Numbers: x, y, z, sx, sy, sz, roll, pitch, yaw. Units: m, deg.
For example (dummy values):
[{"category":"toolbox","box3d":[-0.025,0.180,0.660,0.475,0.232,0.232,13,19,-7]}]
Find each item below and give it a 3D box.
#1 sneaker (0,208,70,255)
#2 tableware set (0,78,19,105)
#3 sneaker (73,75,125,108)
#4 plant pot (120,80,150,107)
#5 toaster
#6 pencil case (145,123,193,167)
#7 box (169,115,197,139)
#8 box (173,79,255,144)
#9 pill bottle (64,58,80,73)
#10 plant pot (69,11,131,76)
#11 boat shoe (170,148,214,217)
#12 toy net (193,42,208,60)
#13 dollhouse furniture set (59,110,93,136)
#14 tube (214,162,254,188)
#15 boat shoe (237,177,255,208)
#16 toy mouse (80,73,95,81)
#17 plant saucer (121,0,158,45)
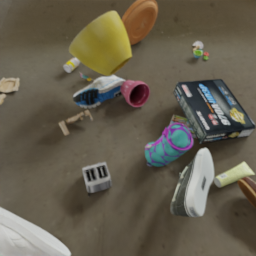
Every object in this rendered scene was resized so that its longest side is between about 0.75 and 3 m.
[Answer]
[{"category":"sneaker","box3d":[-3.254,3.556,7.935,2.931,1.080,1.694,25,75,7]},{"category":"tableware set","box3d":[-6.229,-1.658,12.532,2.479,0.288,2.070,8,51,6]},{"category":"sneaker","box3d":[-1.339,-1.669,12.255,2.522,0.945,1.093,-23,48,-28]},{"category":"plant pot","box3d":[0.211,-1.554,12.016,1.100,1.100,0.984,-28,39,-21]},{"category":"toaster","box3d":[-1.072,1.719,9.577,0.879,0.577,0.973,-14,52,-10]},{"category":"pencil case","box3d":[1.272,0.634,9.397,1.027,2.222,0.946,25,64,-6]},{"category":"box","box3d":[2.321,-0.041,11.236,1.264,0.219,0.696,17,53,12]},{"category":"box","box3d":[3.394,-0.769,11.332,2.249,0.651,2.830,-7,53,-16]},{"category":"pill bottle","box3d":[-2.712,-3.063,13.584,0.444,0.444,0.812,27,55,20]},{"category":"plant pot","box3d":[-0.873,-3.145,11.303,2.445,2.445,1.735,-40,93,-28]},{"category":"boat shoe","box3d":[2.104,1.679,9.212,0.951,1.056,2.988,-15,20,33]},{"category":"toy net","box3d":[3.760,-4.094,14.526,0.799,0.294,1.523,5,51,4]},{"category":"dollhouse furniture set","box3d":[-2.099,-0.205,11.257,1.247,0.647,0.552,-28,96,-21]},{"category":"tube","box3d":[3.703,1.664,9.799,1.453,0.377,0.422,-19,96,-18]},{"category":"boat shoe","box3d":[4.436,2.389,8.905,0.741,0.742,2.109,-32,66,-7]},{"category":"toy mouse","box3d":[-2.035,-2.369,12.935,0.798,0.709,0.154,30,94,40]},{"category":"plant saucer","box3d":[0.575,-5.239,14.033,2.533,2.533,0.409,-35,68,-25]}]
